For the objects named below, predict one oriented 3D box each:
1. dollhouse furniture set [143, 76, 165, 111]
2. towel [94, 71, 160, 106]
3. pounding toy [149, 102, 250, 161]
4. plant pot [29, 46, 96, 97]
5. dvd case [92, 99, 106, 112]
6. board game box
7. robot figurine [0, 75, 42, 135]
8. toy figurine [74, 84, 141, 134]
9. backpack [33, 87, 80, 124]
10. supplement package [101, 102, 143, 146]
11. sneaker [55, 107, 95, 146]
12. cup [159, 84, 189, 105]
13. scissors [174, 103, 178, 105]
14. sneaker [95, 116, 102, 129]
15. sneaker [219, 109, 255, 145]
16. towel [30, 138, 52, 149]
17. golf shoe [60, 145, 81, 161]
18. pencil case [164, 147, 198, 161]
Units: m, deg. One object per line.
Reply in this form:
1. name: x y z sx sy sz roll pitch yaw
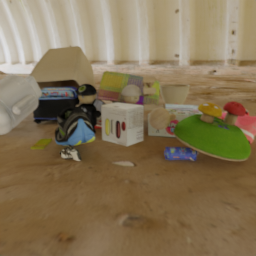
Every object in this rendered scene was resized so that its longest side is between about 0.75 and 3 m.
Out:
1. dollhouse furniture set: 0.974 -1.290 10.599 0.813 1.250 1.148 -1 1 2
2. towel: 0.006 -1.634 11.880 2.627 0.299 1.887 9 48 1
3. pounding toy: 2.256 -0.263 8.059 2.849 1.322 2.199 24 20 26
4. plant pot: -3.163 -2.642 14.488 2.695 2.389 2.698 -1 -26 16
5. dvd case: -1.174 -0.735 11.949 1.059 0.755 0.093 33 -8 -42
6. board game box: 2.063 -0.341 11.156 1.950 0.850 2.643 4 13 21
7. robot figurine: -4.624 -0.878 10.601 2.493 1.660 2.940 -1 37 33
8. toy figurine: -0.833 -0.933 11.389 2.704 1.881 2.662 -2 14 -6
9. backpack: -3.125 -1.113 12.891 2.079 1.532 2.277 0 13 2
10. supplement package: -0.199 -0.163 9.633 1.192 1.246 0.917 11 18 38
11. sneaker: -1.632 -0.045 8.333 0.946 1.106 2.670 -10 -1 -23
12. cup: 2.717 -1.899 16.523 1.744 1.247 1.744 -1 14 0
13. scissors: 2.092 -0.975 14.408 1.389 0.508 0.097 -8 1 -27
14. sneaker: -1.046 -0.344 11.454 1.729 0.710 0.673 -2 14 -11
15. sneaker: 3.722 -0.238 9.797 0.860 1.012 2.333 34 5 -26
16. towel: -2.875 0.512 9.327 0.434 0.091 1.009 1 14 1
17. golf shoe: -1.626 0.783 7.896 0.436 0.358 0.922 -26 22 -27
18. pencil case: 1.480 0.742 7.866 0.925 0.361 0.402 2 44 6
